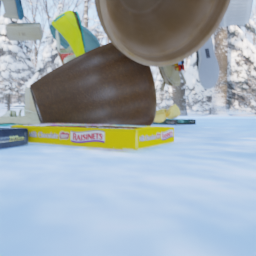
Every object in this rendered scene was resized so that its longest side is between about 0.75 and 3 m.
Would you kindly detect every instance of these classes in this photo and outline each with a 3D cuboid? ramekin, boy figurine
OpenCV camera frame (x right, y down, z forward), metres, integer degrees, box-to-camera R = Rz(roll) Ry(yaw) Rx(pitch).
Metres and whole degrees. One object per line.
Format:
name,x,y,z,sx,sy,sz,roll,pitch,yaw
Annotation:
ramekin,3.152,-3.694,8.033,0.807,1.538,1.538,10,6,23
boy figurine,1.291,-0.578,12.476,2.016,0.649,1.253,-9,15,30

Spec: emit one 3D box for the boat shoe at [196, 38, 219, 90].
boat shoe,2.288,-1.916,8.215,0.588,1.715,0.485,-2,-10,2

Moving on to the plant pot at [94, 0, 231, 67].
plant pot,0.535,-2.731,5.342,2.835,2.835,1.309,-2,33,-32

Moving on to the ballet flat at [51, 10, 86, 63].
ballet flat,-1.819,-2.580,9.556,0.997,0.994,2.975,-24,-33,-8

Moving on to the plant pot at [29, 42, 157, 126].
plant pot,-0.926,-0.732,6.560,2.415,2.258,2.258,-19,9,-18

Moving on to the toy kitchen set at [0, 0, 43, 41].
toy kitchen set,-2.830,-3.340,7.611,0.906,1.538,1.232,-1,39,-4

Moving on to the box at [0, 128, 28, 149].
box,-2.251,0.144,4.224,1.124,0.287,0.887,1,4,22

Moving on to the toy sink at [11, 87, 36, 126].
toy sink,-3.349,-0.907,11.996,2.838,1.590,1.850,1,3,13

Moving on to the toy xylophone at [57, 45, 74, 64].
toy xylophone,-2.486,-3.189,12.584,0.537,1.566,2.138,14,-26,18

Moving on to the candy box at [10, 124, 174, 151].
candy box,-0.629,0.104,4.658,2.498,0.330,1.277,2,1,31

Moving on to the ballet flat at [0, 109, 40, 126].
ballet flat,-4.288,-0.389,10.864,2.107,0.732,0.732,1,3,16

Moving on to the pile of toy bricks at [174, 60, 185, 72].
pile of toy bricks,1.435,-2.514,9.362,0.699,1.416,0.786,-11,40,8

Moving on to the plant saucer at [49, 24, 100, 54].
plant saucer,-1.932,-3.355,10.564,2.098,0.288,2.098,20,-17,6

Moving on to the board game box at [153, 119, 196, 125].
board game box,2.021,-0.288,13.057,1.254,0.261,1.855,-2,3,-36

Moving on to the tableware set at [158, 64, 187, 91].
tableware set,1.123,-2.517,9.875,0.491,2.449,1.619,-25,-7,35
